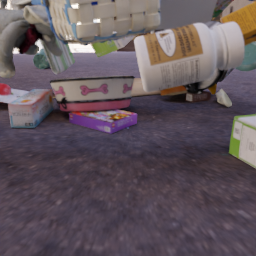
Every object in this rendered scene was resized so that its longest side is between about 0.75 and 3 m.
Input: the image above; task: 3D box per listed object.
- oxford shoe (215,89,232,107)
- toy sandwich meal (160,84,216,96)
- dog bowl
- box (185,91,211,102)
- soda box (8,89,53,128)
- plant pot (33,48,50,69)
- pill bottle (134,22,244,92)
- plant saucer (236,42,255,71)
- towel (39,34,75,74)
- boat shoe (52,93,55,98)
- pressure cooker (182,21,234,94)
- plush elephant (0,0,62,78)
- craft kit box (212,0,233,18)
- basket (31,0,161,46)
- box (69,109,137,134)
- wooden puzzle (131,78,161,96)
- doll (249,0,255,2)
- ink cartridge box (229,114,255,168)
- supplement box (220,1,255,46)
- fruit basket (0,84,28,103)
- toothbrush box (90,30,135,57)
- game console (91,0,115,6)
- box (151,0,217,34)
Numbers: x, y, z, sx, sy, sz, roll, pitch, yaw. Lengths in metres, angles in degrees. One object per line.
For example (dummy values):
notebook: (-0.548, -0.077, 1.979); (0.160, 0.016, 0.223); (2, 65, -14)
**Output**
oxford shoe: (3.653, -1.085, 10.785); (0.396, 0.515, 1.371); (-39, 16, 22)
toy sandwich meal: (2.570, -1.819, 11.885); (2.915, 0.998, 2.915); (-2, -4, 0)
dog bowl: (-1.131, -1.146, 9.314); (2.762, 1.019, 2.762); (-3, 9, 0)
box: (2.847, -1.290, 11.411); (0.946, 0.355, 0.474); (-8, 20, -29)
soda box: (-2.998, -0.673, 8.884); (0.697, 0.750, 2.192); (0, 18, 1)
plant pot: (-6.671, -5.488, 22.343); (1.633, 1.633, 1.599); (2, 26, 6)
pill bottle: (0.796, -0.980, 3.790); (1.330, 0.761, 0.761); (-12, 18, 4)
plant saucer: (2.903, -1.779, 6.840); (0.785, 0.785, 0.141); (10, -7, 27)
towel: (-2.695, -2.991, 10.739); (0.318, 1.547, 2.073); (-12, 22, 12)
boat shoe: (-3.337, -1.426, 11.903); (0.787, 0.283, 0.284); (2, 18, 6)
pressure cooker: (1.303, -1.230, 4.986); (1.182, 1.040, 1.056); (-41, 4, -39)
plush elephant: (-2.706, -2.865, 8.235); (1.931, 2.494, 2.054); (8, 34, 9)
craft kit box: (2.860, -4.255, 9.452); (1.379, 0.339, 1.396); (-11, -12, -25)
basket: (-0.521, -2.311, 4.868); (2.025, 1.597, 2.296); (-17, 26, -20)
box: (-0.762, -0.299, 8.410); (1.716, 0.335, 1.174); (14, 23, 35)
wooden puzzle: (0.435, -1.881, 13.215); (2.042, 0.411, 2.207); (-9, 25, -26)
doll: (2.948, -3.270, 6.203); (1.623, 0.393, 1.108); (-18, -27, 5)
ink cartridge box: (3.436, 0.426, 5.387); (1.738, 0.891, 2.351); (-6, 21, -20)
supplement box: (2.811, -2.235, 5.527); (1.832, 0.630, 0.609); (-24, -18, 16)
fruit basket: (-5.254, -1.275, 10.733); (2.366, 1.109, 2.191); (13, 17, -9)
toothbrush box: (-0.464, -2.725, 8.683); (1.146, 0.493, 0.834); (-7, 35, 41)
game console: (-0.531, -3.195, 6.248); (0.948, 1.111, 0.657); (-8, 30, -21)
box: (1.438, -3.564, 7.697); (1.706, 1.715, 1.121); (-8, 56, -9)
